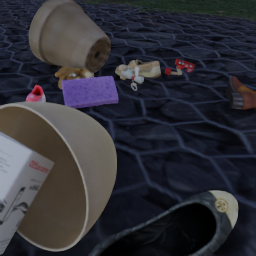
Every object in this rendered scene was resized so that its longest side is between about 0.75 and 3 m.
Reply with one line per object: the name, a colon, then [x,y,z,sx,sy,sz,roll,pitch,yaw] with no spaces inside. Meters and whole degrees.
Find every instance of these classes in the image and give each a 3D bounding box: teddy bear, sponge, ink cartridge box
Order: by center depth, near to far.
ink cartridge box: [-1.968,1.036,4.250,0.719,1.244,1.704,26,77,7]
sponge: [-1.202,-1.130,8.826,1.674,0.250,0.934,-9,66,-16]
teddy bear: [-1.864,-1.725,9.768,1.583,0.529,1.148,4,51,32]

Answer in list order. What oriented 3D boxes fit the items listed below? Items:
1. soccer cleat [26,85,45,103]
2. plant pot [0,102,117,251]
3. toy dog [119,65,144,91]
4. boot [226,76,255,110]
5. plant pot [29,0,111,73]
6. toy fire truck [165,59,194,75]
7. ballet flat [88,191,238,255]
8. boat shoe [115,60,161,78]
soccer cleat: [-2.630,-0.537,7.524,0.563,0.646,1.689,5,33,-1]
plant pot: [-1.109,0.598,4.872,2.372,2.372,1.593,20,25,27]
toy dog: [0.148,-1.736,9.073,0.954,0.629,0.459,42,57,10]
boot: [4.110,-1.114,8.925,1.748,0.599,1.646,4,33,5]
plant pot: [-2.026,-3.327,10.841,2.294,2.644,2.644,33,43,18]
toy fire truck: [1.884,-2.172,10.281,0.932,0.657,0.227,18,43,0]
ballet flat: [0.684,1.707,4.310,2.858,0.812,0.950,-20,56,-24]
boat shoe: [0.340,-2.232,10.334,1.843,0.595,0.657,8,28,29]
